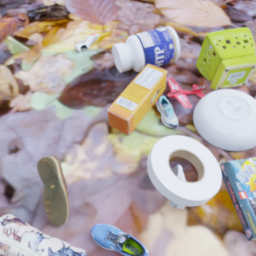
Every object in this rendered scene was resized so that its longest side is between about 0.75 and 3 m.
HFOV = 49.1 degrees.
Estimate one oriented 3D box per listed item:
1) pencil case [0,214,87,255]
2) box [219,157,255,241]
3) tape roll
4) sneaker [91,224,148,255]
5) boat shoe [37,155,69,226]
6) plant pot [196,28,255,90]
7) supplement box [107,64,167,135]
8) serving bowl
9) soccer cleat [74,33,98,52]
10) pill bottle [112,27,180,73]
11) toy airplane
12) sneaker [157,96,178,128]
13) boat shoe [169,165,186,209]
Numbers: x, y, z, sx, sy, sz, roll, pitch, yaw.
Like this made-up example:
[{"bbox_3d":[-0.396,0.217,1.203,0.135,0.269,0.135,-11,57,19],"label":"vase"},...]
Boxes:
[{"bbox_3d":[-2.403,3.222,7.332,2.647,1.184,1.030,19,65,14],"label":"pencil case"},{"bbox_3d":[4.035,2.067,8.626,1.644,0.454,2.407,-8,54,-6],"label":"box"},{"bbox_3d":[1.756,1.272,8.782,2.386,0.436,2.386,10,47,-12],"label":"tape roll"},{"bbox_3d":[-0.234,3.079,7.704,1.724,0.769,0.677,20,56,14],"label":"sneaker"},{"bbox_3d":[-2.099,1.808,8.282,0.752,0.706,2.090,-10,92,10],"label":"boat shoe"},{"bbox_3d":[4.037,-2.664,11.278,1.865,1.856,1.692,-10,61,-8],"label":"plant pot"},{"bbox_3d":[0.417,-1.136,10.657,0.999,0.966,2.904,28,58,21],"label":"supplement box"},{"bbox_3d":[3.784,-0.495,10.247,2.648,0.871,2.648,0,53,0],"label":"serving bowl"},{"bbox_3d":[-1.882,-3.950,13.059,1.310,0.450,0.558,-32,68,-17],"label":"soccer cleat"},{"bbox_3d":[0.721,-3.227,11.834,2.560,1.532,1.532,-18,56,-12],"label":"pill bottle"},{"bbox_3d":[2.284,-1.426,11.243,1.877,0.345,1.877,-1,50,1],"label":"toy airplane"},{"bbox_3d":[1.452,-0.606,10.491,0.532,0.592,1.372,-19,56,-13],"label":"sneaker"},{"bbox_3d":[1.637,1.866,8.827,0.496,0.504,1.421,23,49,-17],"label":"boat shoe"}]
